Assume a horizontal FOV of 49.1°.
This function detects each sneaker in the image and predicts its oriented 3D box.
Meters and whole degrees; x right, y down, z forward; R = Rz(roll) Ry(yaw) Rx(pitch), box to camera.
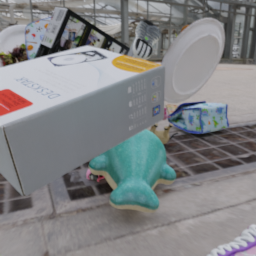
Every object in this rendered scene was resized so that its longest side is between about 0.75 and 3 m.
[{"bbox_3d":[-0.702,1.255,8.102,0.500,0.414,1.048,20,34,33],"label":"sneaker"},{"bbox_3d":[0.287,-2.515,8.903,0.808,1.244,2.154,35,43,-11],"label":"sneaker"},{"bbox_3d":[1.791,2.275,4.236,2.145,0.863,0.948,-13,29,-37],"label":"sneaker"}]

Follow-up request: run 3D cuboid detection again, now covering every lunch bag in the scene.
[{"bbox_3d":[-2.057,-2.165,7.226,1.092,1.363,0.515,-15,-19,1],"label":"lunch bag"},{"bbox_3d":[2.977,-0.477,12.084,1.735,1.300,2.041,-8,5,-31],"label":"lunch bag"}]

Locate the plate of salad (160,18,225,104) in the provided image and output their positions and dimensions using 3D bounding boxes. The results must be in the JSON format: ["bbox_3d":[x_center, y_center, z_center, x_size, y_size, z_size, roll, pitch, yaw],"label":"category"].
[{"bbox_3d":[1.079,-1.154,4.941,1.592,1.592,0.382,-14,44,-37],"label":"plate of salad"}]

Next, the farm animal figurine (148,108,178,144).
[{"bbox_3d":[0.220,-0.184,10.677,2.506,1.321,2.533,-13,49,-25],"label":"farm animal figurine"}]

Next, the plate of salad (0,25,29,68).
[{"bbox_3d":[-3.105,-2.357,9.687,2.850,2.850,0.685,-18,-5,-44],"label":"plate of salad"}]

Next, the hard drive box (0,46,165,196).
[{"bbox_3d":[-0.784,-0.308,3.421,1.576,0.777,2.023,25,41,38],"label":"hard drive box"}]

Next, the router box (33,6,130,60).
[{"bbox_3d":[-1.315,-1.179,6.742,1.954,2.619,0.669,20,9,-43],"label":"router box"}]

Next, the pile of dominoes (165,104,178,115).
[{"bbox_3d":[1.716,-1.126,15.221,2.337,0.477,2.999,1,18,3],"label":"pile of dominoes"}]

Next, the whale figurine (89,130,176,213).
[{"bbox_3d":[0.157,0.909,7.080,2.262,1.475,2.843,10,20,-3],"label":"whale figurine"}]
